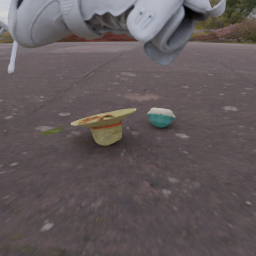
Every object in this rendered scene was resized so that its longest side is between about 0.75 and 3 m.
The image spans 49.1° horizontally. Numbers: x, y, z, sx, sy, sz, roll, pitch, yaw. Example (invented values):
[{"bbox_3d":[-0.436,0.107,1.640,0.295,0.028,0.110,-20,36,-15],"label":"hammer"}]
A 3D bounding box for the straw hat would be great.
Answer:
[{"bbox_3d":[-0.540,0.043,7.078,1.709,0.723,1.709,-12,9,2],"label":"straw hat"}]

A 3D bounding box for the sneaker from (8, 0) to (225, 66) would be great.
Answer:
[{"bbox_3d":[-0.255,-1.393,3.424,2.726,1.567,1.024,-26,-15,17],"label":"sneaker"}]

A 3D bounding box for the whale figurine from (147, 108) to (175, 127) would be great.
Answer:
[{"bbox_3d":[0.983,-0.280,8.412,0.842,0.549,1.058,9,-2,8],"label":"whale figurine"}]

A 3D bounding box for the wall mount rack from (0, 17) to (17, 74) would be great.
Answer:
[{"bbox_3d":[-4.012,-2.721,7.793,2.733,1.019,2.375,28,12,-46],"label":"wall mount rack"}]
